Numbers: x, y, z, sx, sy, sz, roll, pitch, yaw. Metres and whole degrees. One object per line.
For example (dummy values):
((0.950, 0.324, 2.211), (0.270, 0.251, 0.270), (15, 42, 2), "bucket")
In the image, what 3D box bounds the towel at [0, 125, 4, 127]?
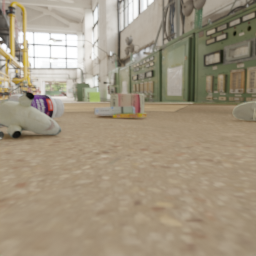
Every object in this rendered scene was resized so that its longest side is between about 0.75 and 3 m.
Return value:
((-5.902, -0.164, 9.740), (1.808, 0.285, 2.510), (2, 1, 34), "towel")

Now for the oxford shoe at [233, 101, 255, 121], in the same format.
((5.863, -0.659, 12.379), (2.416, 0.908, 0.698), (5, 27, 33), "oxford shoe")

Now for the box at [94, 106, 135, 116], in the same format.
((-0.677, -0.908, 15.182), (2.017, 0.415, 1.572), (-3, 1, 6), "box")

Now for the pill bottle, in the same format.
((-3.827, -0.811, 11.840), (1.194, 1.194, 2.143), (5, 8, 37), "pill bottle")

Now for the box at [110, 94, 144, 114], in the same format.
((-0.058, -1.536, 17.788), (1.981, 1.267, 1.079), (-4, 8, -32), "box")

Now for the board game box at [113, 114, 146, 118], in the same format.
((0.011, -0.614, 14.089), (1.653, 0.248, 0.789), (2, 4, 22), "board game box")

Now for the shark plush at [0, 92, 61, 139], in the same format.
((-3.367, -0.201, 8.464), (2.840, 1.290, 1.183), (-1, -15, 33), "shark plush")

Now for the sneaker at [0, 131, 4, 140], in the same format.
((-3.723, 0.113, 6.498), (1.537, 0.615, 0.567), (-1, 5, -23), "sneaker")
